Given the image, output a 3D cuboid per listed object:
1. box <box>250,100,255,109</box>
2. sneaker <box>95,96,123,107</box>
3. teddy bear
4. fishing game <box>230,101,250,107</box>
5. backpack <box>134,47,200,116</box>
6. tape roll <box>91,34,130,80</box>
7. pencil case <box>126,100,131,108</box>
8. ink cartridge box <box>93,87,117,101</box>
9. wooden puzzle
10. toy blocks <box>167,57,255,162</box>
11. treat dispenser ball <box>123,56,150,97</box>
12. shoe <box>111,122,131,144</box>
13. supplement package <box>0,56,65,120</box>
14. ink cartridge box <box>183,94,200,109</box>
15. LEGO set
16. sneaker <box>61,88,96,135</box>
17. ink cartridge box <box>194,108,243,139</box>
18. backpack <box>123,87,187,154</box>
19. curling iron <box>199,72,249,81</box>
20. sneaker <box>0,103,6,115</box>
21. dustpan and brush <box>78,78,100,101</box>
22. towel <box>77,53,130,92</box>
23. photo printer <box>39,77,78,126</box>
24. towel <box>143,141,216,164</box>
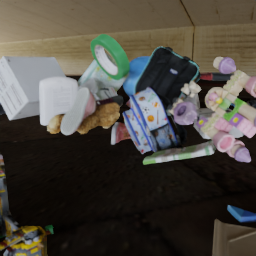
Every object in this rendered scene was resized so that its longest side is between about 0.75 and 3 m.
[{"bbox_3d":[5.376,-0.786,11.123,0.899,0.502,1.273,1,12,18],"label":"box"},{"bbox_3d":[-0.901,-0.910,10.716,1.389,0.525,0.802,-22,-14,19],"label":"sneaker"},{"bbox_3d":[-1.345,-0.206,8.492,2.247,0.750,1.629,-15,10,-28],"label":"teddy bear"},{"bbox_3d":[5.399,-1.125,13.173,1.222,0.265,1.707,6,14,11],"label":"fishing game"},{"bbox_3d":[1.400,-1.603,10.536,1.960,2.230,1.710,34,0,17],"label":"backpack"},{"bbox_3d":[-0.703,-2.708,10.843,0.434,1.807,1.807,-41,30,-20],"label":"tape roll"},{"bbox_3d":[0.254,-1.218,11.886,0.345,0.789,0.345,30,29,-19],"label":"pencil case"},{"bbox_3d":[-1.079,-1.267,11.979,1.276,0.534,0.921,-5,55,-38],"label":"ink cartridge box"},{"bbox_3d":[1.353,1.312,2.826,1.052,0.182,1.559,11,16,24],"label":"wooden puzzle"},{"bbox_3d":[2.107,-0.284,5.350,1.796,1.679,1.512,29,14,-29],"label":"toy blocks"},{"bbox_3d":[0.859,-2.424,14.123,2.301,2.301,2.301,0,13,0],"label":"treat dispenser ball"},{"bbox_3d":[-0.136,0.133,7.312,0.515,0.405,1.133,7,18,3],"label":"shoe"},{"bbox_3d":[-3.583,-1.570,10.662,1.330,1.869,2.399,-35,-8,33],"label":"supplement package"},{"bbox_3d":[2.332,-1.390,11.839,1.204,1.366,0.305,12,47,38],"label":"ink cartridge box"},{"bbox_3d":[-1.706,0.892,2.605,1.830,1.060,1.407,-8,15,-32],"label":"LEGO set"},{"bbox_3d":[-1.277,-0.354,7.570,0.510,1.355,0.708,19,-13,21],"label":"sneaker"},{"bbox_3d":[2.564,-0.173,8.140,1.047,0.604,1.443,-3,13,3],"label":"ink cartridge box"},{"bbox_3d":[0.491,-0.180,6.477,1.149,1.421,1.492,-19,16,-7],"label":"backpack"},{"bbox_3d":[3.188,-2.126,10.963,2.892,0.717,0.370,15,51,23],"label":"curling iron"},{"bbox_3d":[-5.860,-0.999,11.069,2.623,0.941,1.086,-6,14,-25],"label":"sneaker"},{"bbox_3d":[-1.448,-1.457,11.256,0.791,0.324,1.134,-37,49,-5],"label":"dustpan and brush"},{"bbox_3d":[-1.119,-2.125,12.531,1.770,2.067,0.498,31,14,-40],"label":"towel"},{"bbox_3d":[-2.303,-0.921,9.337,1.291,1.551,0.539,-10,23,-32],"label":"photo printer"},{"bbox_3d":[0.970,0.448,5.207,1.230,0.189,0.918,-11,-2,20],"label":"towel"}]
